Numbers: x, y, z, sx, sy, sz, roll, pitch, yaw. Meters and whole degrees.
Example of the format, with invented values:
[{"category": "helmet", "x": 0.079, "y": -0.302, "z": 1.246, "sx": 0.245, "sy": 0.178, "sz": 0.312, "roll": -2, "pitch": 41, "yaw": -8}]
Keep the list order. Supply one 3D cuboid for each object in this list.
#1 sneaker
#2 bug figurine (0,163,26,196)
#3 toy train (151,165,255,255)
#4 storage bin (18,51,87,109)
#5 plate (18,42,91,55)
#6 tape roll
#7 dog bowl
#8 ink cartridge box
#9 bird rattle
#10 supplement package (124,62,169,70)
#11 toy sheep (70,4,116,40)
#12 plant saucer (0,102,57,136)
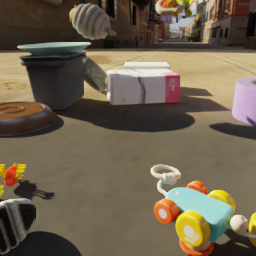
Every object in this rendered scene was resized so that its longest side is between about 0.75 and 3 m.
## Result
[{"category": "sneaker", "x": -2.155, "y": 1.419, "z": 3.654, "sx": 0.786, "sy": 0.728, "sz": 1.938, "roll": 6, "pitch": 18, "yaw": 42}, {"category": "bug figurine", "x": -2.779, "y": 1.026, "z": 5.098, "sx": 1.653, "sy": 0.425, "sz": 1.282, "roll": 2, "pitch": 25, "yaw": -6}, {"category": "toy train", "x": 1.677, "y": 1.230, "z": 4.150, "sx": 2.713, "sy": 0.754, "sz": 2.038, "roll": 3, "pitch": 17, "yaw": 3}, {"category": "storage bin", "x": -2.919, "y": -1.975, "z": 11.249, "sx": 2.177, "sy": 2.009, "sz": 2.991, "roll": 1, "pitch": 18, "yaw": 9}, {"category": "plate", "x": -2.852, "y": -3.120, "z": 11.022, "sx": 2.785, "sy": 0.356, "sz": 2.785, "roll": -3, "pitch": 20, "yaw": 1}, {"category": "tape roll", "x": 5.059, "y": -0.898, "z": 9.429, "sx": 2.818, "sy": 1.197, "sz": 2.818, "roll": 1, "pitch": 20, "yaw": 0}, {"category": "dog bowl", "x": -1.754, "y": -2.538, "z": 13.207, "sx": 0.634, "sy": 2.163, "sz": 2.163, "roll": -48, "pitch": 34, "yaw": -7}, {"category": "ink cartridge box", "x": 0.570, "y": -1.808, "z": 12.043, "sx": 2.830, "sy": 1.171, "sz": 2.073, "roll": -3, "pitch": 19, "yaw": -9}, {"category": "bird rattle", "x": 1.134, "y": -3.321, "z": 7.404, "sx": 1.174, "sy": 0.662, "sz": 0.957, "roll": 26, "pitch": 59, "yaw": 18}, {"category": "supplement package", "x": 0.924, "y": -2.718, "z": 14.542, "sx": 2.248, "sy": 1.247, "sz": 1.751, "roll": 1, "pitch": 19, "yaw": 1}, {"category": "toy sheep", "x": -1.271, "y": -3.796, "z": 10.113, "sx": 1.896, "sy": 1.307, "sz": 1.307, "roll": 24, "pitch": 24, "yaw": 9}, {"category": "plant saucer", "x": -3.810, "y": -0.416, "z": 9.222, "sx": 2.834, "sy": 0.455, "sz": 2.834, "roll": 0, "pitch": 18, "yaw": 0}]
